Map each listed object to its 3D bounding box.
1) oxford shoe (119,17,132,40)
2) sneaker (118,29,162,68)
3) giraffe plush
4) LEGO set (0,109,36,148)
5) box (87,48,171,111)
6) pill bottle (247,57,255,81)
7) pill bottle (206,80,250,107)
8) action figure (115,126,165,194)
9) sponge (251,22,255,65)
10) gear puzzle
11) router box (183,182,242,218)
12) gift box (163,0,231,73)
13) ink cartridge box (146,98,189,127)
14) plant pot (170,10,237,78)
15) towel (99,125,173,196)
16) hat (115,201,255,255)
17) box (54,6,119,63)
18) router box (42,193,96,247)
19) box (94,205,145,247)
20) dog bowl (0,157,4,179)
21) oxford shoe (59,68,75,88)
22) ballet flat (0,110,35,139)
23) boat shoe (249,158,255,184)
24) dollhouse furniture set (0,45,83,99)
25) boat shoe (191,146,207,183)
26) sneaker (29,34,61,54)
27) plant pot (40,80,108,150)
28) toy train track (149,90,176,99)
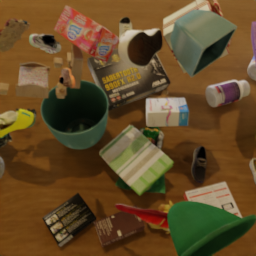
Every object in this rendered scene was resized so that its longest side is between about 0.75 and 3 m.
[{"bbox_3d":[-0.071,-4.718,13.852,0.790,0.607,2.102,-5,60,-7],"label":"oxford shoe"},{"bbox_3d":[0.133,-2.502,8.811,1.233,1.061,2.913,3,22,22],"label":"sneaker"},{"bbox_3d":[1.185,2.792,8.974,1.026,0.885,0.832,25,53,6],"label":"giraffe plush"},{"bbox_3d":[-4.607,0.308,10.422,2.918,0.827,1.895,-35,36,-30],"label":"LEGO set"},{"bbox_3d":[0.023,-2.276,11.831,2.861,0.692,2.266,-21,79,-14],"label":"box"},{"bbox_3d":[6.142,-3.048,12.507,1.056,1.056,1.885,26,62,16],"label":"pill bottle"},{"bbox_3d":[4.134,-1.461,11.584,1.613,0.899,0.899,-15,59,-10],"label":"pill bottle"},{"bbox_3d":[0.685,0.854,10.228,1.727,0.799,2.924,8,54,9],"label":"action figure"},{"bbox_3d":[4.496,-2.617,9.513,0.405,2.716,1.515,-9,94,24],"label":"sponge"},{"bbox_3d":[-3.680,-2.609,8.292,1.708,0.885,0.224,-38,87,22],"label":"gear puzzle"},{"bbox_3d":[2.784,2.627,9.282,1.495,0.365,1.342,-12,58,-7],"label":"router box"},{"bbox_3d":[2.401,-3.449,9.851,1.930,1.907,2.066,-22,39,24],"label":"gift box"},{"bbox_3d":[1.240,-0.518,9.162,1.322,0.560,0.955,-3,34,3],"label":"ink cartridge box"},{"bbox_3d":[1.922,-2.498,7.812,1.281,1.285,1.309,-35,73,-16],"label":"plant pot"},{"bbox_3d":[0.239,1.063,9.613,1.637,0.337,2.194,-41,59,-12],"label":"towel"},{"bbox_3d":[1.327,1.896,6.766,2.520,2.088,2.219,-15,50,-21],"label":"hat"},{"bbox_3d":[-1.191,-2.641,7.900,1.697,0.846,0.810,39,103,30],"label":"box"},{"bbox_3d":[-1.896,2.946,9.082,1.404,0.359,1.047,-33,63,-19],"label":"router box"},{"bbox_3d":[-0.269,3.115,8.882,1.458,0.546,0.730,-19,59,-14],"label":"box"},{"bbox_3d":[-5.282,1.461,9.984,1.558,0.457,1.558,0,58,0],"label":"dog bowl"},{"bbox_3d":[-1.479,-1.188,6.516,0.298,0.292,0.819,-7,33,-24],"label":"oxford shoe"},{"bbox_3d":[-3.832,-0.165,8.756,2.055,0.689,0.687,-15,60,27],"label":"ballet flat"},{"bbox_3d":[4.645,1.603,9.808,0.449,0.518,1.215,-12,56,7],"label":"boat shoe"},{"bbox_3d":[-2.627,-1.986,8.503,2.357,1.151,2.010,2,45,-17],"label":"dollhouse furniture set"},{"bbox_3d":[2.562,1.268,10.068,0.517,0.509,1.388,5,58,3],"label":"boat shoe"},{"bbox_3d":[-2.682,-2.961,9.892,0.939,1.342,0.522,7,96,33],"label":"sneaker"},{"bbox_3d":[-1.821,-0.268,10.259,2.299,1.845,2.299,0,57,-1],"label":"plant pot"},{"bbox_3d":[1.268,-0.910,11.446,1.113,0.316,1.941,8,40,23],"label":"toy train track"}]
